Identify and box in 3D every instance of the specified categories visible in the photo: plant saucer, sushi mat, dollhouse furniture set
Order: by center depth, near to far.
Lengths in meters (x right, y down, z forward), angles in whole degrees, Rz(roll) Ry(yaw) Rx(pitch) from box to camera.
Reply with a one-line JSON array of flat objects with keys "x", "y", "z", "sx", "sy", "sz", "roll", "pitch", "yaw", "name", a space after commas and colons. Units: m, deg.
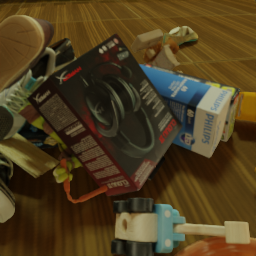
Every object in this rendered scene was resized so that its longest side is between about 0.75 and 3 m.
[{"x": 1.536, "y": 2.531, "z": 3.305, "sx": 2.649, "sy": 0.496, "sz": 2.649, "roll": -1, "pitch": 32, "yaw": 0, "name": "plant saucer"}, {"x": -2.494, "y": 0.346, "z": 5.987, "sx": 2.053, "sy": 0.124, "sz": 0.982, "roll": 33, "pitch": 13, "yaw": 7, "name": "sushi mat"}, {"x": 0.915, "y": -1.822, "z": 8.579, "sx": 0.871, "sy": 1.020, "sz": 1.968, "roll": -26, "pitch": 83, "yaw": -26, "name": "dollhouse furniture set"}]

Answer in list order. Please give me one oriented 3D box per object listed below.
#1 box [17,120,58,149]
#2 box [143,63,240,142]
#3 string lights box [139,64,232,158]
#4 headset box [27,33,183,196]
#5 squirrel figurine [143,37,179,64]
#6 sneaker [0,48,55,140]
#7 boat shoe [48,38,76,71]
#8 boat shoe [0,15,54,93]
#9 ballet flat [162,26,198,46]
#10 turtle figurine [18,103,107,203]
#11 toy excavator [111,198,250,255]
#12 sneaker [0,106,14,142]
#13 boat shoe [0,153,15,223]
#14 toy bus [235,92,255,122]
[{"x": -2.417, "y": -0.126, "z": 7.390, "sx": 1.443, "sy": 0.417, "sz": 1.815, "roll": -4, "pitch": 34, "yaw": -6, "name": "box"}, {"x": 1.458, "y": -0.697, "z": 7.296, "sx": 2.592, "sy": 1.427, "sz": 0.450, "roll": 22, "pitch": 54, "yaw": 30, "name": "box"}, {"x": 0.861, "y": -0.514, "z": 6.802, "sx": 2.855, "sy": 1.467, "sz": 0.842, "roll": 23, "pitch": 53, "yaw": 25, "name": "string lights box"}, {"x": -0.236, "y": -0.168, "z": 5.620, "sx": 1.058, "sy": 2.739, "sz": 2.038, "roll": -25, "pitch": 16, "yaw": 48, "name": "headset box"}, {"x": 1.155, "y": -2.643, "z": 9.829, "sx": 1.210, "sy": 1.129, "sz": 0.856, "roll": 27, "pitch": 53, "yaw": -3, "name": "squirrel figurine"}, {"x": -2.183, "y": -0.775, "z": 5.764, "sx": 0.832, "sy": 2.219, "sz": 0.961, "roll": 30, "pitch": -12, "yaw": -25, "name": "sneaker"}, {"x": -2.236, "y": -1.662, "z": 6.917, "sx": 0.741, "sy": 0.698, "sz": 2.063, "roll": 26, "pitch": 45, "yaw": 38, "name": "boat shoe"}, {"x": -2.032, "y": -0.980, "z": 4.451, "sx": 2.264, "sy": 0.814, "sz": 0.734, "roll": -29, "pitch": 8, "yaw": 29, "name": "boat shoe"}, {"x": 2.569, "y": -4.443, "z": 13.438, "sx": 2.470, "sy": 0.873, "sz": 0.873, "roll": -27, "pitch": 42, "yaw": -34, "name": "ballet flat"}, {"x": -1.101, "y": 0.189, "z": 5.993, "sx": 2.227, "sy": 0.889, "sz": 2.762, "roll": 48, "pitch": 36, "yaw": -6, "name": "turtle figurine"}, {"x": 0.728, "y": 1.521, "z": 4.279, "sx": 1.624, "sy": 1.579, "sz": 0.811, "roll": 10, "pitch": 69, "yaw": -25, "name": "toy excavator"}, {"x": -2.766, "y": 0.490, "z": 4.478, "sx": 2.285, "sy": 0.886, "sz": 1.042, "roll": -41, "pitch": 41, "yaw": -22, "name": "sneaker"}, {"x": -2.811, "y": 0.797, "z": 5.541, "sx": 2.707, "sy": 0.957, "sz": 0.862, "roll": 28, "pitch": 45, "yaw": 37, "name": "boat shoe"}, {"x": 3.563, "y": -0.485, "z": 7.309, "sx": 2.281, "sy": 0.742, "sz": 0.893, "roll": 9, "pitch": 6, "yaw": 7, "name": "toy bus"}]
